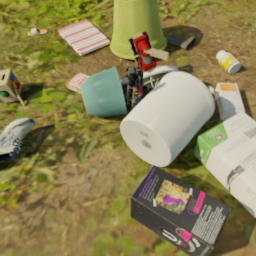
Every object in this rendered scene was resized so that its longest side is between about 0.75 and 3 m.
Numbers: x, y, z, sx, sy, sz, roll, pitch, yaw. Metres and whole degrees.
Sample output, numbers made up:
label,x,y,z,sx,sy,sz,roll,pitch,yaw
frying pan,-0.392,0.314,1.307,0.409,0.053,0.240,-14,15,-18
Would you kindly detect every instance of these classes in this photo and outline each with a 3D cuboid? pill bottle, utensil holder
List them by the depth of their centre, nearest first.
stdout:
label,x,y,z,sx,sy,sz,roll,pitch,yaw
utensil holder,1.302,-0.275,9.452,2.190,2.190,2.577,31,60,23
pill bottle,4.461,-2.974,12.558,0.617,0.617,1.108,-18,54,-14

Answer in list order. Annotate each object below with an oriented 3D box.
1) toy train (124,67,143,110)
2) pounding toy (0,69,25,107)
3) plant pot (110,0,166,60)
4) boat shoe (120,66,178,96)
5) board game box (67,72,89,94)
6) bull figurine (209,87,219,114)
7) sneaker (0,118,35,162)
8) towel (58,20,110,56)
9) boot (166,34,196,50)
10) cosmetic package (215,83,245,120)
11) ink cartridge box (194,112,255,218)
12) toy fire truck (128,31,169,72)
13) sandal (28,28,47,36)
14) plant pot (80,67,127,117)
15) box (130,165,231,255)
label,x,y,z,sx,sy,sz,roll,pitch,yaw
toy train,0.191,-1.251,9.473,0.589,2.572,0.439,-7,68,-6
pounding toy,-4.692,-1.553,11.219,0.846,1.096,1.190,-12,51,6
plant pot,0.383,-4.937,12.727,2.739,2.518,2.739,-4,45,4
boat shoe,0.903,-1.832,11.342,2.400,0.886,0.820,-15,78,1
board game box,-1.869,-1.835,11.863,1.158,0.268,0.877,23,55,17
bull figurine,2.673,-1.189,11.041,1.827,0.595,1.109,22,87,9
sneaker,-4.023,0.595,9.677,0.960,0.868,2.254,39,68,15
towel,-2.218,-4.517,14.017,1.734,0.354,2.369,-30,59,-22
boot,2.585,-4.348,13.845,1.214,0.440,1.104,29,55,30
cosmetic package,3.977,-1.047,11.051,0.788,0.554,1.554,1,52,1
ink cartridge box,3.841,1.075,8.928,2.057,1.188,2.817,-26,56,-20
toy fire truck,0.838,-2.750,10.676,1.027,1.404,1.596,-25,48,0
sandal,-4.674,-5.005,14.407,0.966,0.277,0.370,-12,52,-10
plant pot,-0.965,-1.234,10.507,1.442,1.796,1.796,-14,52,-2
box,1.337,2.348,7.740,2.368,1.447,1.256,28,56,21
